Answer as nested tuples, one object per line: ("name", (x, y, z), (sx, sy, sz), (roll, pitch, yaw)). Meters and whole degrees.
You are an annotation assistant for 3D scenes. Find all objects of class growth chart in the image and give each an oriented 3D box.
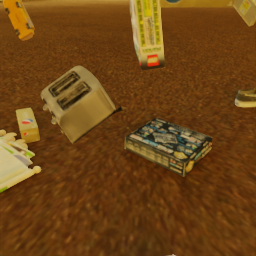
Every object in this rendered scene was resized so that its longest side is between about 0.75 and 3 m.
("growth chart", (-3.129, 0.740, 6.562), (1.738, 0.213, 2.402), (-25, 38, -37))

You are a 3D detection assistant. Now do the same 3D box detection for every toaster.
("toaster", (-0.882, -0.464, 5.086), (1.186, 0.704, 1.072), (-37, 46, -6))

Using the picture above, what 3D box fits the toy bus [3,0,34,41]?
("toy bus", (-2.194, -2.221, 5.685), (0.301, 0.923, 0.361), (-27, -5, 7))

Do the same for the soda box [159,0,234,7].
("soda box", (1.201, -3.070, 5.983), (2.207, 0.707, 0.748), (-4, 48, -11))

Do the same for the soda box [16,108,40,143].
("soda box", (-2.801, -0.094, 7.793), (0.442, 0.418, 1.306), (-13, 33, -20))

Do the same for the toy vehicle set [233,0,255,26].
("toy vehicle set", (3.211, -3.308, 7.598), (0.123, 0.575, 0.926), (-24, 73, -15))

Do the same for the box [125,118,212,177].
("box", (1.004, 0.385, 6.977), (1.728, 0.397, 1.373), (22, 37, 33))

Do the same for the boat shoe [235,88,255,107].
("boat shoe", (4.450, -1.077, 9.339), (1.759, 0.560, 0.622), (-8, 31, -13))

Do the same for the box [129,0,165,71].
("box", (0.203, -1.312, 3.601), (0.267, 0.846, 1.537), (-8, 23, 2))
